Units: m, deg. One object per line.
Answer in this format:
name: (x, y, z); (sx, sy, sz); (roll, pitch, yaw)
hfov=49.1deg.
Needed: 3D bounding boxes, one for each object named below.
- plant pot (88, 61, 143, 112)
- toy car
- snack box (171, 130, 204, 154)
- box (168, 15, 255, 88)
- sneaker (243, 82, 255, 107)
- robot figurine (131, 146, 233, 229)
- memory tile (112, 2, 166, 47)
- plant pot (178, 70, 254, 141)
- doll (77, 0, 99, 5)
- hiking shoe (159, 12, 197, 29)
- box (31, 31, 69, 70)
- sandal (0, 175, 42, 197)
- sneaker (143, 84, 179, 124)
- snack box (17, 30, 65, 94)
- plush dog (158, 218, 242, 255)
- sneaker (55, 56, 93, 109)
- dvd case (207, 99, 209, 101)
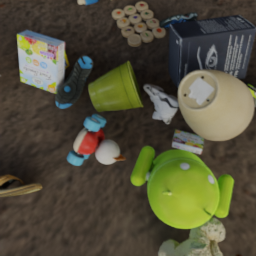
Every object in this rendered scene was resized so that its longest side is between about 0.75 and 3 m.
plant pot: (-0.424, -1.146, 8.771); (1.422, 1.477, 1.477); (-17, 63, 9)
toy car: (-0.709, 0.549, 7.794); (1.430, 1.265, 1.319); (29, 102, 2)
snack box: (1.791, 0.414, 8.398); (0.882, 0.234, 0.627); (15, 37, 8)
box: (2.568, -2.452, 9.017); (2.370, 1.754, 1.236); (-8, 41, -5)
sneaker: (4.128, -0.853, 8.984); (1.441, 0.583, 0.532); (46, 44, 18)
robot figurine: (1.211, 1.349, 6.549); (2.294, 2.614, 1.512); (22, 96, 3)
memory tile: (0.382, -4.097, 10.931); (1.599, 0.175, 2.087); (-22, 65, -11)
plant pot: (2.124, -0.732, 7.315); (1.952, 2.084, 1.952); (-5, 79, 29)
doll: (-1.849, -5.893, 11.533); (2.932, 0.711, 2.001); (15, 74, 6)
hiking shoe: (1.765, -3.514, 9.564); (1.493, 0.556, 0.647); (-17, 105, -17)
box: (-2.973, -2.666, 9.914); (1.819, 0.637, 0.585); (36, 68, 17)
sandal: (-3.407, 1.550, 7.498); (2.111, 0.848, 0.570); (-3, 79, 3)
sneaker: (0.905, -0.756, 8.665); (0.549, 0.840, 1.461); (-4, 34, -48)
snack box: (-2.775, -2.094, 9.011); (1.397, 1.657, 0.561); (19, 39, 11)
plush dog: (1.734, 3.205, 6.306); (1.574, 1.470, 1.833); (45, 107, -7)
sneaker: (-1.722, -1.449, 9.216); (0.690, 0.772, 1.884); (33, 92, -10)
dvd case: (2.574, -0.545, 8.706); (1.137, 0.171, 1.557); (33, 45, 7)
